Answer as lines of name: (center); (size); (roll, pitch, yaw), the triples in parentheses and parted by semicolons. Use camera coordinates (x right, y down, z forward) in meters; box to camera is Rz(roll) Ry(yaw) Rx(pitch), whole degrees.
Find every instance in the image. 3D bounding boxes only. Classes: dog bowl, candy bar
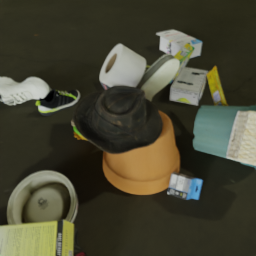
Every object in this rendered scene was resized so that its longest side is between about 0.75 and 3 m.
dog bowl: (-2.015, 1.953, 6.876); (1.706, 0.629, 1.706); (-3, 61, 6)
candy bar: (3.092, -1.375, 9.843); (0.220, 0.496, 1.988); (21, 48, -29)

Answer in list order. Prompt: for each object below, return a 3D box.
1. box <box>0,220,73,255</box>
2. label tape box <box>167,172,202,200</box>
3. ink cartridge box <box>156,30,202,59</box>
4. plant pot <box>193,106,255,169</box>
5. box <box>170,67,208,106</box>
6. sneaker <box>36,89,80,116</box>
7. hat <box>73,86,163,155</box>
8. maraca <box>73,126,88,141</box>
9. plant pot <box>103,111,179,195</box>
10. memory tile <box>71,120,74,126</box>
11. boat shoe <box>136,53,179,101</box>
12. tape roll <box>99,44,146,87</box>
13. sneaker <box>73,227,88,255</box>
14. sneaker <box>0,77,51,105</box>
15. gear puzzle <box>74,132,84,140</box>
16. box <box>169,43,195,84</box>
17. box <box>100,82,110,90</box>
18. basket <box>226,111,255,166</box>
box: (-2.473, 2.557, 5.887); (2.563, 0.642, 0.964); (-8, 62, 6)
label tape box: (1.554, 1.624, 7.703); (0.826, 0.596, 0.262); (13, 9, 20)
ink cartridge box: (2.778, -4.728, 15.855); (1.410, 0.831, 2.450); (-20, 42, -24)
plant pot: (3.159, 0.140, 8.766); (1.951, 1.992, 1.992); (9, 38, 24)
box: (2.684, -1.877, 12.286); (1.243, 0.641, 2.131); (13, 39, 16)
sneaker: (-2.752, -1.196, 11.236); (0.720, 0.831, 2.008); (26, 44, 30)
hat: (-0.149, -0.509, 7.035); (2.388, 0.963, 2.388); (8, 46, -9)
maraca: (-0.981, -0.219, 9.427); (1.325, 1.034, 1.933); (20, 36, 23)
plant pot: (0.405, 0.517, 8.311); (2.396, 1.677, 2.396); (0, 38, 0)
memory tile: (-0.620, -0.515, 8.404); (1.548, 0.170, 2.019); (2, 29, 35)
boat shoe: (0.586, -1.496, 9.304); (1.069, 2.991, 0.894); (-14, 70, -33)
tape roll: (-0.184, -1.843, 8.896); (0.918, 1.337, 1.337); (26, 30, -25)
sneaker: (-1.106, 2.953, 6.103); (0.686, 0.628, 1.637); (0, 44, -18)
sneaker: (-4.457, -1.383, 11.535); (2.771, 1.032, 1.207); (1, 44, 15)
gear puzzle: (-0.786, 0.026, 10.125); (2.371, 0.310, 1.228); (-18, 45, -17)
box: (2.460, -3.140, 13.384); (0.537, 1.302, 2.219); (32, 45, 7)
box: (-0.251, -1.816, 12.391); (1.487, 0.410, 2.177); (-12, 39, -15)
basket: (3.349, 0.332, 6.964); (1.349, 1.337, 1.085); (14, 2, 6)
